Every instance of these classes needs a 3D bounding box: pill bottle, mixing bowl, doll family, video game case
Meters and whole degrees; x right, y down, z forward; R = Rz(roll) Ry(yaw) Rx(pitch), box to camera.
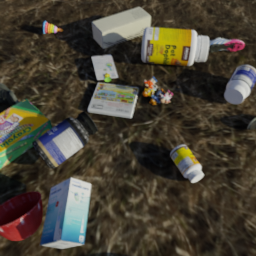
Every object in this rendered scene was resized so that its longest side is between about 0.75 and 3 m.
[{"bbox_3d":[-2.000,0.345,9.112,1.947,1.089,1.089,-38,60,-16],"label":"pill bottle"},{"bbox_3d":[-2.991,2.559,7.799,1.521,0.824,1.521,-18,17,6],"label":"mixing bowl"},{"bbox_3d":[1.081,-1.351,11.347,1.377,0.621,0.855,41,53,8],"label":"doll family"},{"bbox_3d":[1.936,1.182,9.179,0.653,0.653,1.195,-20,55,-15],"label":"pill bottle"},{"bbox_3d":[4.536,-1.739,11.331,0.934,0.934,1.613,27,57,20],"label":"pill bottle"},{"bbox_3d":[-0.575,-1.135,11.326,1.760,0.201,1.602,8,52,8],"label":"video game case"},{"bbox_3d":[2.041,-3.571,12.399,2.813,1.537,1.537,5,52,5],"label":"pill bottle"}]

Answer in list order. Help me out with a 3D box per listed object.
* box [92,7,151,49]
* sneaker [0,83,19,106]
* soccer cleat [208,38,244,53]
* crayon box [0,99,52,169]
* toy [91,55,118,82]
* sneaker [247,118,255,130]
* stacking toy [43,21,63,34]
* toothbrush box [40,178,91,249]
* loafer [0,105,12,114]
[{"bbox_3d":[-0.312,-4.990,13.906,2.787,0.953,1.145,-25,55,-18],"label":"box"},{"bbox_3d":[-4.952,-1.106,11.007,1.674,0.640,0.959,33,61,31],"label":"sneaker"},{"bbox_3d":[4.598,-4.034,13.359,1.783,0.623,0.770,-4,51,-2],"label":"soccer cleat"},{"bbox_3d":[-4.169,0.239,9.859,1.524,0.748,2.566,37,60,26],"label":"crayon box"},{"bbox_3d":[-1.047,-2.588,12.371,0.903,0.370,1.568,-9,50,-10],"label":"toy"},{"bbox_3d":[4.981,-0.102,10.345,1.125,0.421,0.598,-24,53,-19],"label":"sneaker"},{"bbox_3d":[-3.840,-5.042,14.303,0.975,0.535,0.566,7,42,-9],"label":"stacking toy"},{"bbox_3d":[-1.611,2.235,7.295,0.663,1.138,1.554,27,52,-31],"label":"toothbrush box"},{"bbox_3d":[-4.827,-0.581,10.815,0.367,0.326,0.966,15,37,7],"label":"loafer"}]
